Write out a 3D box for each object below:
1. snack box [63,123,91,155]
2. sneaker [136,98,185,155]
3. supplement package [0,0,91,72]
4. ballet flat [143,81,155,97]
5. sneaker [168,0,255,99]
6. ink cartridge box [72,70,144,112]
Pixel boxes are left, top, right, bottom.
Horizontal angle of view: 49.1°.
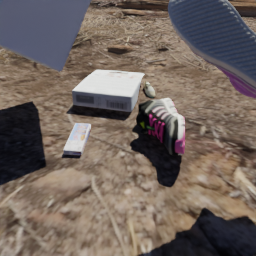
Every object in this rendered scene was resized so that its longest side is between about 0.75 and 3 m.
[{"bbox_3d":[-1.391,0.285,7.837,0.478,0.162,1.329,3,34,4],"label":"snack box"},{"bbox_3d":[0.823,-0.069,7.690,1.153,0.972,2.636,-3,29,-4],"label":"sneaker"},{"bbox_3d":[-2.691,-3.371,8.245,2.004,2.606,2.725,21,7,-31],"label":"supplement package"},{"bbox_3d":[0.759,-1.450,10.350,0.317,0.293,0.941,-9,35,-13],"label":"ballet flat"},{"bbox_3d":[1.872,-1.458,5.485,2.730,0.989,1.556,44,6,7],"label":"sneaker"},{"bbox_3d":[-0.600,-1.451,10.198,2.036,0.601,2.544,7,29,11],"label":"ink cartridge box"}]
